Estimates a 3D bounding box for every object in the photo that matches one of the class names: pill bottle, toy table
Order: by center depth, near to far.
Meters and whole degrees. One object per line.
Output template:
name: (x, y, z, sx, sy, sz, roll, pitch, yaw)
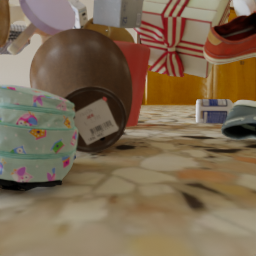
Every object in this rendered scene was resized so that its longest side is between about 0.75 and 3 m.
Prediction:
toy table: (-2.485, -2.903, 7.680, 1.368, 2.147, 2.336, -36, 15, 27)
pill bottle: (3.031, -0.563, 9.407, 1.434, 0.796, 0.796, 1, 6, 11)

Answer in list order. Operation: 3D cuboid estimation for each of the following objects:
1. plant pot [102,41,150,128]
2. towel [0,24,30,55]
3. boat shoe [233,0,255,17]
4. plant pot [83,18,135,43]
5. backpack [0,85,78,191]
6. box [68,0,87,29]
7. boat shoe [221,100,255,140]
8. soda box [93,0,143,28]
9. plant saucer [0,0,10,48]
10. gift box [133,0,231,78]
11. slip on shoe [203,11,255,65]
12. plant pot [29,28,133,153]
plant pot: (-0.633, -1.193, 8.301, 2.575, 2.279, 2.575, 0, 5, 0)
towel: (-4.084, -2.781, 9.012, 1.399, 0.723, 1.689, -11, 6, -40)
boat shoe: (3.513, -2.895, 7.332, 0.866, 0.910, 2.528, -38, -35, 21)
plant pot: (-0.827, -3.097, 9.994, 1.920, 1.920, 2.060, 1, -2, 10)
backpack: (-1.063, 0.051, 2.808, 1.244, 0.943, 1.490, 0, 8, -19)
box: (-1.840, -4.017, 10.302, 0.363, 1.206, 0.703, -36, 66, -23)
boat shoe: (2.553, 0.087, 4.731, 0.733, 0.864, 2.372, -45, 26, -9)
soda box: (-0.127, -3.128, 5.365, 0.768, 2.251, 0.714, 23, 29, 34)
plant saucer: (-3.221, -2.863, 6.288, 0.367, 2.073, 2.073, -1, 6, -1)
gift box: (1.560, -3.094, 8.668, 2.663, 2.486, 2.457, 15, -27, 26)
slip on shoe: (3.010, -2.201, 6.253, 2.681, 0.993, 0.820, -16, -33, 1)
plant pot: (-0.729, -0.540, 4.869, 2.048, 2.048, 2.191, -1, 25, -14)
